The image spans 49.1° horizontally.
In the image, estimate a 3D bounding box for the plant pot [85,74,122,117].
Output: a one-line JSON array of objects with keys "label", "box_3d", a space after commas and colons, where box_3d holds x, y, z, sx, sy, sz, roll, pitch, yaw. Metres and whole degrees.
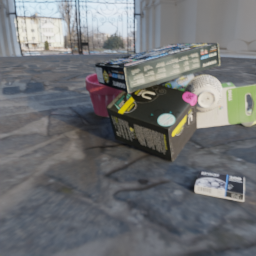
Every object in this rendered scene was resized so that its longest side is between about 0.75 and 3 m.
[{"label": "plant pot", "box_3d": [-0.852, -1.285, 11.039, 1.576, 1.411, 1.576, 1, 28, 0]}]

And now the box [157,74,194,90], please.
[{"label": "box", "box_3d": [1.397, -1.030, 10.073, 2.308, 1.270, 0.401, -24, 8, 10]}]

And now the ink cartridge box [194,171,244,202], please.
[{"label": "ink cartridge box", "box_3d": [2.247, 1.325, 6.819, 1.091, 0.239, 1.101, 7, 19, 20]}]

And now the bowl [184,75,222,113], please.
[{"label": "bowl", "box_3d": [2.308, -0.936, 8.435, 1.211, 1.211, 0.568, 0, 23, 1]}]

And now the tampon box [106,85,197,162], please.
[{"label": "tampon box", "box_3d": [0.765, -0.304, 8.564, 2.193, 1.384, 1.643, 20, 52, 31]}]

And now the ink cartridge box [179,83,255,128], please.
[{"label": "ink cartridge box", "box_3d": [2.905, -0.750, 9.197, 2.414, 1.253, 0.716, -7, 19, 11]}]

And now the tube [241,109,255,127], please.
[{"label": "tube", "box_3d": [5.410, -0.543, 11.821, 2.310, 0.670, 0.600, -18, -15, -48]}]

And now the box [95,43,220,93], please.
[{"label": "box", "box_3d": [0.771, -1.885, 8.310, 2.968, 0.683, 2.359, -20, 22, -20]}]
